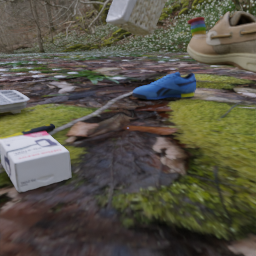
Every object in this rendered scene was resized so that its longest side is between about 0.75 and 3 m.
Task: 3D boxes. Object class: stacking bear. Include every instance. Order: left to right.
[{"bbox_3d":[2.674,-3.610,10.643,0.621,1.022,0.581,-10,8,-1],"label":"stacking bear"}]

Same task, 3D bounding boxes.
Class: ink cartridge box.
[{"bbox_3d":[-1.832,0.590,5.438,0.990,0.576,1.367,-12,22,-32],"label":"ink cartridge box"}]

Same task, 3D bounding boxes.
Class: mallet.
[{"bbox_3d":[-2.851,0.196,7.027,0.782,0.489,2.376,3,13,22],"label":"mallet"}]

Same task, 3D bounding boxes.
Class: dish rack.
[{"bbox_3d":[-4.827,-0.806,9.714,2.331,0.508,2.001,-13,26,-36],"label":"dish rack"}]

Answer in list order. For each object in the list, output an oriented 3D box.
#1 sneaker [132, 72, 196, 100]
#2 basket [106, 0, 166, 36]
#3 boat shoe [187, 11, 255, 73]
[{"bbox_3d":[1.563,-1.851,12.051,2.896,1.135,0.955,-6,21,-15],"label":"sneaker"},{"bbox_3d":[0.347,-3.713,8.100,1.137,1.843,1.249,19,7,-29],"label":"basket"},{"bbox_3d":[2.016,-1.603,5.028,1.018,0.921,2.856,-9,22,-17],"label":"boat shoe"}]
